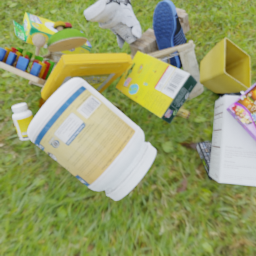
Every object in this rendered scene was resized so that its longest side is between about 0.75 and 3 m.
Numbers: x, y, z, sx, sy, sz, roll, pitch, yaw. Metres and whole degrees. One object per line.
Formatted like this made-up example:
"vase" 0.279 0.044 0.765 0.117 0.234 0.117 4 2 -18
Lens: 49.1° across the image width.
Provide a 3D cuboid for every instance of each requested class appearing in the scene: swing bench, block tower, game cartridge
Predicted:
"swing bench" -3.332 -2.732 12.875 1.937 1.263 1.947 20 50 16
"block tower" 1.322 -3.756 11.532 2.953 0.854 0.798 -43 51 -15
"game cartridge" -1.386 -1.620 9.100 2.311 2.622 0.425 -11 81 -32
"swing bench" 1.654 -1.919 9.985 1.815 1.805 1.177 -14 20 15

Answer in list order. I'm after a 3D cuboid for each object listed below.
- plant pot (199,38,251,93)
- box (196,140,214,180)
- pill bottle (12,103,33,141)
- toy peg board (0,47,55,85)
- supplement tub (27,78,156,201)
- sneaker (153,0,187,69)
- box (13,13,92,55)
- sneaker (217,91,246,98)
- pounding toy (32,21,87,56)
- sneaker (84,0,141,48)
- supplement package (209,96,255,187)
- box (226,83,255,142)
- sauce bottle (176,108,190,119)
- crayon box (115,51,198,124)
"plant pot" 2.942 -1.765 8.715 1.260 1.112 1.260 23 64 -29
"box" 3.362 1.137 10.447 1.191 0.329 1.486 -9 53 -8
"pill bottle" -3.536 -0.214 9.521 0.647 1.163 0.647 -10 21 4
"toy peg board" -3.787 -2.376 10.306 2.017 2.009 0.987 22 92 -2
"supplement tub" -0.915 0.335 7.520 2.917 2.110 2.110 41 59 -5
"sneaker" 1.687 -3.520 10.750 0.972 2.773 1.080 14 43 33
"box" -3.111 -3.797 11.464 2.918 0.706 1.712 7 35 -32
"sneaker" 4.055 -1.669 12.192 2.619 0.957 1.465 35 59 22
"pounding toy" -2.203 -2.955 8.880 1.697 1.310 0.787 -16 94 -16
"sneaker" -0.383 -3.821 10.210 1.103 1.687 2.935 -20 16 30
"supplement package" 3.343 0.376 8.327 1.444 1.449 2.471 5 89 7
"box" 3.750 -0.236 7.373 1.307 0.373 1.910 -42 84 3
"sauce bottle" 1.764 -0.589 9.957 0.866 0.286 0.286 20 54 0
"crayon box" 0.798 -1.348 8.801 2.377 0.604 1.509 39 99 41
